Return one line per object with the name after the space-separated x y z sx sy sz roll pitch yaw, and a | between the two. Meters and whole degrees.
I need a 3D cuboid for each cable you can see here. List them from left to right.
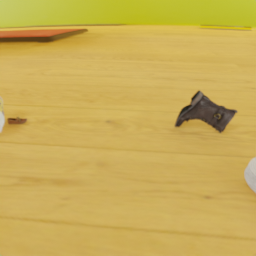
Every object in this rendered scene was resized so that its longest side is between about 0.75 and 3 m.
4.151 1.375 7.683 1.798 0.623 1.798 -12 30 -21 | cable

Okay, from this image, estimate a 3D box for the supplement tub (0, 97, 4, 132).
-5.415 -0.529 10.670 1.262 1.262 1.735 -10 42 -20 | supplement tub

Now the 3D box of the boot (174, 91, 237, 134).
2.917 -0.326 10.757 1.748 2.007 0.695 34 40 -2 | boot

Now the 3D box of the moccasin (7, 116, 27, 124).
-4.596 -0.334 11.606 0.777 0.300 0.284 0 26 0 | moccasin
